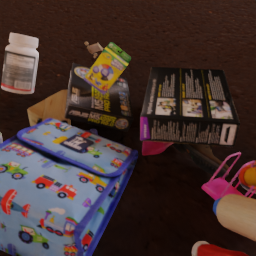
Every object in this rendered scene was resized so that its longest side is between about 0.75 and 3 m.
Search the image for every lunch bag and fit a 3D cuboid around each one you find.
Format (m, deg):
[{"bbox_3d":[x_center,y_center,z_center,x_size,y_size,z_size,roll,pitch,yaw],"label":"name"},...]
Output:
[{"bbox_3d":[-1.201,0.871,5.257,2.184,1.365,2.901,18,32,12],"label":"lunch bag"}]

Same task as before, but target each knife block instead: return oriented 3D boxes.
[{"bbox_3d":[-1.713,-0.146,7.186,1.575,0.574,1.794,28,45,25],"label":"knife block"}]

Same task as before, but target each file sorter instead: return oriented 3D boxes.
[{"bbox_3d":[2.231,1.146,5.043,1.325,0.831,0.921,42,25,30],"label":"file sorter"}]

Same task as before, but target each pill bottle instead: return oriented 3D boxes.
[{"bbox_3d":[-3.161,-1.891,8.260,0.928,1.629,0.928,12,13,-3],"label":"pill bottle"}]

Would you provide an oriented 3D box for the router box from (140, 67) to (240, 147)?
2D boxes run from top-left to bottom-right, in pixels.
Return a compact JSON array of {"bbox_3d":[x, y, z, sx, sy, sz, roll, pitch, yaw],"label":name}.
[{"bbox_3d":[1.364,-0.633,6.546,1.916,0.656,2.569,4,35,8],"label":"router box"}]

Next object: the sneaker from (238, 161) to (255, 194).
[{"bbox_3d":[3.371,0.658,5.531,2.232,1.251,0.866,-11,52,6],"label":"sneaker"}]

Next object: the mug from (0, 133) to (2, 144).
[{"bbox_3d":[-3.574,0.322,5.812,1.397,1.659,1.892,-11,-7,41],"label":"mug"}]

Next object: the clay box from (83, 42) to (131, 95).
[{"bbox_3d":[-0.516,-1.459,6.933,0.671,1.168,0.278,36,31,-9],"label":"clay box"}]

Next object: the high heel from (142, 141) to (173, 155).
[{"bbox_3d":[0.500,0.015,6.939,0.941,0.661,1.961,-25,34,-5],"label":"high heel"}]

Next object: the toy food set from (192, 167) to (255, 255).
[{"bbox_3d":[1.736,1.950,3.710,1.393,2.919,1.313,1,-3,-18],"label":"toy food set"}]

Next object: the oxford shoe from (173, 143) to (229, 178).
[{"bbox_3d":[1.670,0.437,6.351,0.719,0.619,1.704,-40,53,-8],"label":"oxford shoe"}]

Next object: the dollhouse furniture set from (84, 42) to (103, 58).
[{"bbox_3d":[-1.025,-2.615,9.617,0.697,0.818,0.399,-7,57,30],"label":"dollhouse furniture set"}]

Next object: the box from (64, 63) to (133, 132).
[{"bbox_3d":[-0.806,-0.886,7.701,1.689,0.467,2.108,14,37,-17],"label":"box"}]
